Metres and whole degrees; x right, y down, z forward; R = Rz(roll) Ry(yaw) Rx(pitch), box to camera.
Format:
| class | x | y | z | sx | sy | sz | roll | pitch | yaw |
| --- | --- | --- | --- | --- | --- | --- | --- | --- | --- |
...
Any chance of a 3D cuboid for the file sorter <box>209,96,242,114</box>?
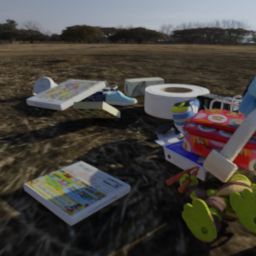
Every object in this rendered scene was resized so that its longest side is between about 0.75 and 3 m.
| class | x | y | z | sx | sy | sz | roll | pitch | yaw |
| --- | --- | --- | --- | --- | --- | --- | --- | --- | --- |
| file sorter | 3.927 | -0.272 | 9.131 | 2.279 | 1.419 | 1.581 | -12 | 23 | -32 |

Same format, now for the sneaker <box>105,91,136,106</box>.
| class | x | y | z | sx | sy | sz | roll | pitch | yaw |
| --- | --- | --- | --- | --- | --- | --- | --- | --- | --- |
| sneaker | -0.367 | -1.477 | 13.811 | 1.577 | 0.646 | 0.583 | 3 | 20 | 8 |

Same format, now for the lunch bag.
| class | x | y | z | sx | sy | sz | roll | pitch | yaw |
| --- | --- | --- | --- | --- | --- | --- | --- | --- | --- |
| lunch bag | 2.531 | 0.304 | 7.131 | 2.218 | 0.909 | 1.954 | 15 | 30 | 32 |

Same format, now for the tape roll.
| class | x | y | z | sx | sy | sz | roll | pitch | yaw |
| --- | --- | --- | --- | --- | --- | --- | --- | --- | --- |
| tape roll | 2.134 | -1.237 | 12.575 | 2.858 | 0.999 | 2.858 | 0 | 20 | 0 |

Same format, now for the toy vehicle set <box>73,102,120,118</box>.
| class | x | y | z | sx | sy | sz | roll | pitch | yaw |
| --- | --- | --- | --- | --- | --- | --- | --- | --- | --- |
| toy vehicle set | -1.160 | -0.675 | 10.765 | 1.169 | 0.249 | 1.881 | 1 | -7 | 17 |

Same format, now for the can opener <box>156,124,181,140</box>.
| class | x | y | z | sx | sy | sz | roll | pitch | yaw |
| --- | --- | --- | --- | --- | --- | --- | --- | --- | --- |
| can opener | 1.700 | 0.061 | 9.313 | 1.530 | 0.511 | 0.408 | -11 | 51 | 0 |

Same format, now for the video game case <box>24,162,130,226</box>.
| class | x | y | z | sx | sy | sz | roll | pitch | yaw |
| --- | --- | --- | --- | --- | --- | --- | --- | --- | --- |
| video game case | -1.147 | 1.350 | 6.269 | 1.792 | 0.205 | 1.630 | 18 | 26 | 40 |

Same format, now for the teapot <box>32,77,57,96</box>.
| class | x | y | z | sx | sy | sz | roll | pitch | yaw |
| --- | --- | --- | --- | --- | --- | --- | --- | --- | --- |
| teapot | -4.527 | -2.124 | 15.381 | 1.218 | 1.203 | 0.890 | 29 | -9 | 17 |

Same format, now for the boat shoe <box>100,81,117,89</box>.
| class | x | y | z | sx | sy | sz | roll | pitch | yaw |
| --- | --- | --- | --- | --- | --- | --- | --- | --- | --- |
| boat shoe | -1.454 | -2.560 | 17.008 | 1.932 | 0.653 | 0.694 | -14 | 22 | -39 |

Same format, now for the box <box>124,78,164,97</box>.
| class | x | y | z | sx | sy | sz | roll | pitch | yaw |
| --- | --- | --- | --- | --- | --- | --- | --- | --- | --- |
| box | 0.914 | -2.336 | 15.974 | 2.177 | 0.895 | 0.744 | -9 | 22 | -21 |

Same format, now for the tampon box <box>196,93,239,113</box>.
| class | x | y | z | sx | sy | sz | roll | pitch | yaw |
| --- | --- | --- | --- | --- | --- | --- | --- | --- | --- |
| tampon box | 3.438 | -0.707 | 10.945 | 0.871 | 1.033 | 1.379 | -12 | 22 | -32 |

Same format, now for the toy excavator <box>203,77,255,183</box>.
| class | x | y | z | sx | sy | sz | roll | pitch | yaw |
| --- | --- | --- | --- | --- | --- | --- | --- | --- | --- |
| toy excavator | 2.936 | -0.417 | 6.019 | 1.487 | 2.894 | 2.977 | 39 | 31 | 26 |

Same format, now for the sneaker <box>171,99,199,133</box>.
| class | x | y | z | sx | sy | sz | roll | pitch | yaw |
| --- | --- | --- | --- | --- | --- | --- | --- | --- | --- |
| sneaker | 1.902 | -0.432 | 9.183 | 0.771 | 0.858 | 2.086 | -11 | 11 | 27 |

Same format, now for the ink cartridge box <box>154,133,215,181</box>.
| class | x | y | z | sx | sy | sz | roll | pitch | yaw |
| --- | --- | --- | --- | --- | --- | --- | --- | --- | --- |
| ink cartridge box | 2.070 | 0.655 | 7.859 | 1.949 | 0.427 | 1.967 | -13 | 26 | -31 |

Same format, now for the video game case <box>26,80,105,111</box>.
| class | x | y | z | sx | sy | sz | roll | pitch | yaw |
| --- | --- | --- | --- | --- | --- | --- | --- | --- | --- |
| video game case | -3.053 | -1.715 | 13.813 | 2.677 | 0.337 | 2.942 | 11 | 34 | 38 |

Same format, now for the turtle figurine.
| class | x | y | z | sx | sy | sz | roll | pitch | yaw |
| --- | --- | --- | --- | --- | --- | --- | --- | --- | --- |
| turtle figurine | 1.818 | 1.300 | 5.156 | 2.972 | 0.957 | 2.397 | -6 | 0 | 29 |

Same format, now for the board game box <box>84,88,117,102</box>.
| class | x | y | z | sx | sy | sz | roll | pitch | yaw |
| --- | --- | --- | --- | --- | --- | --- | --- | --- | --- |
| board game box | -1.451 | -1.882 | 15.095 | 1.867 | 0.576 | 1.866 | -3 | 20 | -9 |
